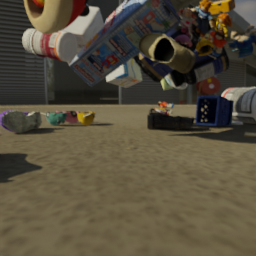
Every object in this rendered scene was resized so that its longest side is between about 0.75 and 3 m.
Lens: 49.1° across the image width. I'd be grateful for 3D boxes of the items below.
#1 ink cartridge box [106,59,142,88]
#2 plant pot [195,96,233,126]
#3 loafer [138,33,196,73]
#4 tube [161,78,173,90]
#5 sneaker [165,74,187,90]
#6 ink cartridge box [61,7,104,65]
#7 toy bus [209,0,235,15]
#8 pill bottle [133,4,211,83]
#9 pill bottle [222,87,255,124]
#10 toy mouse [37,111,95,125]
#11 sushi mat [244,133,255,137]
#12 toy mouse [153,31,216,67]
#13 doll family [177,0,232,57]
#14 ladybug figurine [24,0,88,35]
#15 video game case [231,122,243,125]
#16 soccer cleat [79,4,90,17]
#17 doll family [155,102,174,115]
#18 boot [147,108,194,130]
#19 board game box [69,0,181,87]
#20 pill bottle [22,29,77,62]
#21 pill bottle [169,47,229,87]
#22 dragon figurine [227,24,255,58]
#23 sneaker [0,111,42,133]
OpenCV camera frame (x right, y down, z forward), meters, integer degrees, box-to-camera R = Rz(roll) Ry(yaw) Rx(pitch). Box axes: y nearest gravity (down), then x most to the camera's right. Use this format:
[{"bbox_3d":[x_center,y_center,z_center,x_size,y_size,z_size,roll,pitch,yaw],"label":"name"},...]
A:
[{"bbox_3d":[-0.245,-2.874,14.283,1.171,1.151,1.591,-18,-15,34],"label":"ink cartridge box"},{"bbox_3d":[3.536,-0.654,11.306,1.074,1.194,1.194,3,3,-30],"label":"plant pot"},{"bbox_3d":[0.698,-1.646,5.787,0.544,0.614,1.614,16,15,-43],"label":"loafer"},{"bbox_3d":[1.709,-2.915,13.836,0.616,2.122,0.551,-16,1,-5],"label":"tube"},{"bbox_3d":[2.063,-2.516,13.124,1.886,0.722,0.762,43,-1,-7],"label":"sneaker"},{"bbox_3d":[-1.657,-3.263,10.237,1.360,1.337,1.848,15,-25,18],"label":"ink cartridge box"},{"bbox_3d":[3.101,-4.136,9.612,0.412,0.343,1.053,-33,27,-21],"label":"toy bus"},{"bbox_3d":[1.534,-2.946,9.816,2.595,1.451,1.451,-41,-10,21],"label":"pill bottle"},{"bbox_3d":[5.413,-0.950,12.003,1.569,1.569,2.708,-3,8,-28],"label":"pill bottle"},{"bbox_3d":[-2.628,-0.426,11.849,2.513,0.547,2.828,0,6,1],"label":"toy mouse"},{"bbox_3d":[3.991,0.214,8.073,1.206,0.073,0.577,3,8,21],"label":"sushi mat"},{"bbox_3d":[1.440,-2.102,7.652,1.678,0.365,1.888,-16,-14,19],"label":"toy mouse"},{"bbox_3d":[2.209,-2.891,7.677,1.774,0.799,1.101,42,-8,19],"label":"doll family"},{"bbox_3d":[-1.692,-3.210,6.583,1.011,1.908,2.811,-12,19,-30],"label":"ladybug figurine"},{"bbox_3d":[4.386,-0.210,12.052,0.953,0.086,0.683,2,6,15],"label":"video game case"},{"bbox_3d":[-1.860,-3.634,8.329,1.444,0.504,0.623,7,29,-27],"label":"soccer cleat"},{"bbox_3d":[1.845,-0.885,16.188,1.136,0.825,1.830,10,28,24],"label":"doll family"},{"bbox_3d":[1.571,-0.267,10.328,1.672,0.665,1.921,2,16,7],"label":"boot"},{"bbox_3d":[-0.195,-2.630,7.717,2.984,0.921,2.986,-35,28,22],"label":"board game box"},{"bbox_3d":[-2.492,-2.651,8.865,1.588,0.907,0.907,16,12,25],"label":"pill bottle"},{"bbox_3d":[2.664,-2.382,10.794,2.109,1.179,1.179,-22,4,6],"label":"pill bottle"},{"bbox_3d":[4.148,-2.985,10.154,2.185,1.086,0.643,-21,41,7],"label":"dragon figurine"},{"bbox_3d":[-3.813,-0.190,9.373,1.010,0.706,2.030,-3,0,12],"label":"sneaker"}]
